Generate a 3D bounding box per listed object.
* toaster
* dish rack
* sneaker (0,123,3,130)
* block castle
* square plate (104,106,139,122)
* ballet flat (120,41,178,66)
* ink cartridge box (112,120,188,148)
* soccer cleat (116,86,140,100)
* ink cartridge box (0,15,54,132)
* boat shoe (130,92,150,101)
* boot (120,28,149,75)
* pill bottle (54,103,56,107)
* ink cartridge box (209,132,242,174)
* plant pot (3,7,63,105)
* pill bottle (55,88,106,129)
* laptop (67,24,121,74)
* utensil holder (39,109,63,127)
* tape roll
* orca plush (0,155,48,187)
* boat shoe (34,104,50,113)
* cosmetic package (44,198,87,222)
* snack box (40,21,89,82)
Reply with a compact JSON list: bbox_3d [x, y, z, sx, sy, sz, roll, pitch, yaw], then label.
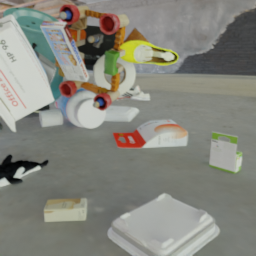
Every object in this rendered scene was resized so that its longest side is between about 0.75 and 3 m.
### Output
[{"bbox_3d":[-3.114,-1.795,9.126,0.976,1.718,1.110,22,-2,25],"label":"toaster"},{"bbox_3d":[0.623,1.665,4.882,1.667,0.363,1.430,-14,21,-41],"label":"dish rack"},{"bbox_3d":[-5.651,-0.279,11.718,0.466,0.634,1.402,-13,20,-39],"label":"sneaker"},{"bbox_3d":[-1.042,-1.871,7.493,1.698,2.541,1.192,21,34,19],"label":"block castle"},{"bbox_3d":[-0.858,-0.777,14.204,2.479,0.356,2.503,4,15,13],"label":"square plate"},{"bbox_3d":[0.658,-2.121,8.056,1.908,0.637,0.639,-1,18,-31],"label":"ballet flat"},{"bbox_3d":[0.706,0.162,10.166,2.388,0.599,1.937,0,14,-9],"label":"ink cartridge box"},{"bbox_3d":[-0.135,-1.457,11.358,1.402,0.597,0.481,4,28,27],"label":"soccer cleat"},{"bbox_3d":[-2.386,-1.267,5.813,0.937,1.603,2.763,-28,33,-5],"label":"ink cartridge box"},{"bbox_3d":[0.473,-1.237,10.855,0.978,0.341,0.347,-3,2,-41],"label":"boat shoe"},{"bbox_3d":[0.229,-2.940,11.168,1.523,1.434,0.522,-40,10,14],"label":"boot"},{"bbox_3d":[-3.844,-1.354,16.234,0.766,0.424,0.424,3,15,10],"label":"pill bottle"},{"bbox_3d":[2.634,0.620,7.521,0.386,1.019,0.753,-14,20,-43],"label":"ink cartridge box"},{"bbox_3d":[-3.748,-2.819,10.672,2.993,2.812,2.993,15,37,-12],"label":"plant pot"},{"bbox_3d":[-2.089,-0.928,12.217,1.566,1.566,2.879,-8,19,-27],"label":"pill bottle"},{"bbox_3d":[-1.356,-2.929,10.662,2.100,2.243,1.300,7,36,4],"label":"laptop"},{"bbox_3d":[-3.361,-0.430,12.177,0.860,0.731,0.731,-11,18,-26],"label":"utensil holder"},{"bbox_3d":[-0.473,-1.844,9.619,1.480,1.480,0.270,-5,11,-17],"label":"tape roll"},{"bbox_3d":[-2.823,0.968,7.002,1.708,0.607,0.898,-11,18,-37],"label":"orca plush"},{"bbox_3d":[-5.309,-1.158,15.076,2.155,0.675,0.788,-1,15,0],"label":"boat shoe"},{"bbox_3d":[-1.188,1.571,5.373,0.763,0.271,0.401,-1,15,-5],"label":"cosmetic package"},{"bbox_3d":[-1.380,-1.656,6.290,0.566,1.575,0.192,11,60,19],"label":"snack box"}]
